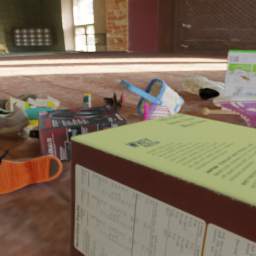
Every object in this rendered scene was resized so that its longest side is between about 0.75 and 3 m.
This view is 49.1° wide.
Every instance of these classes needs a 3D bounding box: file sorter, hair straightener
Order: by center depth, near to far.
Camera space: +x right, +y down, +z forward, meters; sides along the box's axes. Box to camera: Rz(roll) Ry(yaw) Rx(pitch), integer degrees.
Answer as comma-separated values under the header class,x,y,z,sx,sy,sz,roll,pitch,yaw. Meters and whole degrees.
class,x,y,z,sx,sy,sz,roll,pitch,yaw
file sorter,0.904,-0.116,8.803,0.871,0.965,1.389,4,19,2
hair straightener,-0.684,-1.095,12.520,0.925,0.492,2.403,1,24,3

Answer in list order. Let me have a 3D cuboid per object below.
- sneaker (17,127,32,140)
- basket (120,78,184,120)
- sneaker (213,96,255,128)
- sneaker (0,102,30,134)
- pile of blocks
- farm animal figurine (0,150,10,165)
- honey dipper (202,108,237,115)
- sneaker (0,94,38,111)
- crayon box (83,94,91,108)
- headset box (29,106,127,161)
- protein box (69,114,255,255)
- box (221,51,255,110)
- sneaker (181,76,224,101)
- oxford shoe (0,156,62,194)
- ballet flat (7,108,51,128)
class,x,y,z,sx,sy,sz,roll,pitch,yaw
sneaker,-3.282,0.108,9.035,0.458,0.392,1.051,-7,20,-33
basket,0.776,-1.135,10.327,2.181,1.517,1.923,30,10,-15
sneaker,3.956,-0.559,9.811,1.980,1.129,0.718,6,17,35
sneaker,-4.199,-0.226,8.709,2.235,0.844,0.787,-13,21,5
pile of blocks,-3.685,-0.607,10.839,0.756,0.998,2.432,-38,-14,31
farm animal figurine,-3.987,1.019,4.953,2.911,1.518,2.879,15,38,34
honey dipper,4.212,-0.629,11.090,2.491,0.473,0.473,3,19,17
sneaker,-4.673,-0.701,10.983,0.980,0.914,2.595,-13,9,29
crayon box,-1.765,-1.090,12.047,0.259,0.632,1.006,-1,19,-4
headset box,-1.510,0.105,8.100,2.570,0.964,1.910,-6,19,-16
protein box,1.076,1.052,3.747,2.684,1.811,2.665,15,18,37
box,5.384,-1.814,11.345,2.786,2.458,1.347,7,21,21
sneaker,3.661,-2.065,14.333,2.546,0.961,1.465,17,24,35
oxford shoe,-2.503,1.023,6.223,1.969,0.702,0.718,-4,-2,-18
ballet flat,-3.603,-0.267,9.588,2.071,0.694,0.692,-4,40,-12
